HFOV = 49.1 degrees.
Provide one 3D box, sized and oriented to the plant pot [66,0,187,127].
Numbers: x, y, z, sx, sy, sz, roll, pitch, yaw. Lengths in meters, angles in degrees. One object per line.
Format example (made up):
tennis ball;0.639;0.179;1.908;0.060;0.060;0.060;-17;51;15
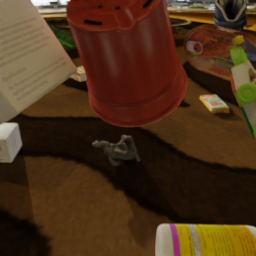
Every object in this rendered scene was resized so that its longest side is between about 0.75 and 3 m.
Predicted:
plant pot;-0.047;-2.058;7.226;2.991;2.908;2.991;-7;55;10

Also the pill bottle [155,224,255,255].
pill bottle;1.534;2.149;4.522;2.120;1.105;1.105;0;29;1

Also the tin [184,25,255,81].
tin;2.792;-2.227;8.341;0.520;1.392;2.486;-30;46;-34

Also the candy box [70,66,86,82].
candy box;-2.080;-2.856;14.380;1.639;0.453;0.946;-26;38;-38

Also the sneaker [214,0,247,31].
sneaker;3.270;-3.521;9.169;0.973;1.850;2.560;1;42;14

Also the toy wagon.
toy wagon;2.065;-0.601;4.643;0.368;1.860;1.443;-23;5;33

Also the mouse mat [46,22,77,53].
mouse mat;-2.833;-3.217;9.949;2.422;0.091;1.949;11;-11;-42

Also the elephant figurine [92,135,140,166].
elephant figurine;-0.324;0.658;7.727;0.817;0.746;1.054;8;19;44

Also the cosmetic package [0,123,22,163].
cosmetic package;-3.632;0.418;8.037;0.777;0.778;0.943;1;29;0

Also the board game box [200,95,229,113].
board game box;3.451;-0.963;11.212;0.692;0.217;1.449;-4;31;-5

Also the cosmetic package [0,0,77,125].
cosmetic package;-3.325;-1.644;6.449;2.416;2.929;2.414;-22;19;34
